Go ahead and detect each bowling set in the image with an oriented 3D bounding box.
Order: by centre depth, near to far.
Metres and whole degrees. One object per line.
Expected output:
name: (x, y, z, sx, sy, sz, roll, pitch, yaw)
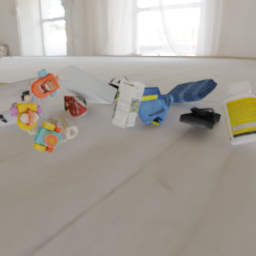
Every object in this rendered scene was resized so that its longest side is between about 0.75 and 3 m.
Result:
bowling set: (-2.115, -0.016, 7.605, 0.882, 0.473, 0.614, -26, 11, -35)

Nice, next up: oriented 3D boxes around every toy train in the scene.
toy train: (-1.598, -0.255, 5.699, 1.264, 1.683, 0.468, -35, 33, -25)

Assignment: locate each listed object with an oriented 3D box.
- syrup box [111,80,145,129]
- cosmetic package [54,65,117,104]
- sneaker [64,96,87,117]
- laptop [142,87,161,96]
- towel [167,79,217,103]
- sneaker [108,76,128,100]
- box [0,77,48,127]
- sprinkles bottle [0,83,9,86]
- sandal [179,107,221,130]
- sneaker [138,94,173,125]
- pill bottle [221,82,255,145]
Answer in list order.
syrup box: (-0.012, -0.671, 7.837, 0.524, 1.286, 0.506, 21, 15, 30)
cosmetic package: (-1.617, -1.472, 9.853, 1.727, 0.592, 2.291, 24, -5, -27)
sneaker: (-1.773, -0.859, 10.024, 0.759, 0.719, 1.848, -6, 18, -23)
laptop: (0.830, -1.420, 11.307, 1.338, 0.780, 1.510, -5, -4, -11)
towel: (2.407, -1.377, 11.019, 1.154, 0.502, 2.067, -39, 19, -22)
sneaker: (-0.553, -1.828, 12.738, 1.311, 0.917, 2.269, -7, 20, -27)
box: (-3.385, -0.720, 8.217, 1.937, 0.582, 1.130, -11, 58, 7)
sprinkles bottle: (-5.598, -1.533, 11.920, 2.524, 0.861, 0.861, 6, 19, 19)
sandal: (2.158, -0.407, 8.239, 0.960, 0.540, 2.523, 15, 14, 22)
sneaker: (0.910, -0.610, 9.174, 0.825, 0.981, 2.503, -7, 5, 25)
pill bottle: (2.812, -0.355, 6.945, 0.816, 1.427, 0.816, -9, -11, -2)
